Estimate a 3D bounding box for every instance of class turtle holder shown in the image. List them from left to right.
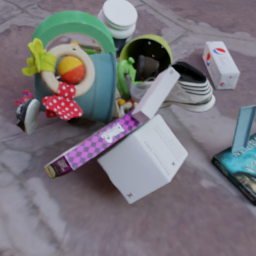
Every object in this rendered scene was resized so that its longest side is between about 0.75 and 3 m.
[{"bbox_3d":[-0.314,-1.684,9.686,1.298,1.388,1.827,-13,52,21],"label":"turtle holder"}]

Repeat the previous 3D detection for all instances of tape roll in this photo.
[{"bbox_3d":[-1.864,-2.533,9.666,2.847,2.847,0.684,-7,52,-7],"label":"tape roll"}]

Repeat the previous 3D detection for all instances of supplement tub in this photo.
[{"bbox_3d":[-0.551,-3.638,10.524,1.390,1.981,1.390,7,65,-15],"label":"supplement tub"}]

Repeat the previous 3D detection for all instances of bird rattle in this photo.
[{"bbox_3d":[-1.682,-1.345,7.338,1.795,1.240,2.201,-34,91,-21],"label":"bird rattle"}]

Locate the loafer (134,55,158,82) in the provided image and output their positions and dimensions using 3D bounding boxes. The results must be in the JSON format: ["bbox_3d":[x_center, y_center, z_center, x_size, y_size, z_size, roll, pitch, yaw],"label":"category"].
[{"bbox_3d":[0.538,-1.640,8.201,0.637,0.652,1.787,10,5,-1],"label":"loafer"}]

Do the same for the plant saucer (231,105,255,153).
[{"bbox_3d":[3.248,0.034,7.936,0.522,1.493,0.142,-11,35,-14],"label":"plant saucer"}]

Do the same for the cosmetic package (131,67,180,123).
[{"bbox_3d":[0.641,-0.752,6.493,0.342,0.558,1.352,40,70,-15],"label":"cosmetic package"}]

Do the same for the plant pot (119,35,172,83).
[{"bbox_3d":[0.907,-2.936,11.350,2.025,2.025,2.164,11,34,10],"label":"plant pot"}]

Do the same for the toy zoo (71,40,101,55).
[{"bbox_3d":[-1.694,-2.402,10.659,1.315,2.004,0.205,2,54,-23],"label":"toy zoo"}]

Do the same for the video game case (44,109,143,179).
[{"bbox_3d":[-0.801,0.368,7.148,2.478,2.246,0.444,-34,93,-30],"label":"video game case"}]

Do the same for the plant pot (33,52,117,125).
[{"bbox_3d":[-1.722,-1.335,8.845,2.302,2.350,2.350,4,45,-14],"label":"plant pot"}]

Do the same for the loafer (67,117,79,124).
[{"bbox_3d":[-2.139,-0.927,10.135,0.616,0.637,1.814,-13,48,-12],"label":"loafer"}]

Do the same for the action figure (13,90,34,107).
[{"bbox_3d":[-3.346,-0.914,9.026,0.577,0.456,1.764,-50,27,-11],"label":"action figure"}]

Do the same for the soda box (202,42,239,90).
[{"bbox_3d":[3.801,-2.638,11.649,0.762,0.815,2.393,-2,46,-2],"label":"soda box"}]

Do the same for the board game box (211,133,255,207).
[{"bbox_3d":[4.147,1.006,8.468,2.672,0.376,1.807,-24,51,-21],"label":"board game box"}]

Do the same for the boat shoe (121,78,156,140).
[{"bbox_3d":[0.426,-0.638,9.452,1.056,0.883,2.956,-10,32,39],"label":"boat shoe"}]

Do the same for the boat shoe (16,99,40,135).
[{"bbox_3d":[-2.972,-0.351,8.089,0.546,1.810,0.684,32,54,-3],"label":"boat shoe"}]

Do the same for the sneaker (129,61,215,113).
[{"bbox_3d":[1.083,-1.322,8.040,2.655,1.528,1.002,9,58,29],"label":"sneaker"}]

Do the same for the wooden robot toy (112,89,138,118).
[{"bbox_3d":[-0.452,-0.889,8.605,2.131,0.967,0.939,7,34,40],"label":"wooden robot toy"}]

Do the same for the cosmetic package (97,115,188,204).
[{"bbox_3d":[0.426,0.768,7.309,1.414,1.405,1.689,53,32,0],"label":"cosmetic package"}]
